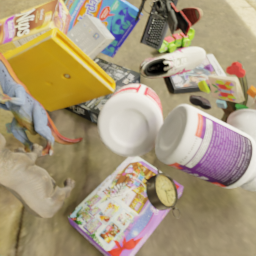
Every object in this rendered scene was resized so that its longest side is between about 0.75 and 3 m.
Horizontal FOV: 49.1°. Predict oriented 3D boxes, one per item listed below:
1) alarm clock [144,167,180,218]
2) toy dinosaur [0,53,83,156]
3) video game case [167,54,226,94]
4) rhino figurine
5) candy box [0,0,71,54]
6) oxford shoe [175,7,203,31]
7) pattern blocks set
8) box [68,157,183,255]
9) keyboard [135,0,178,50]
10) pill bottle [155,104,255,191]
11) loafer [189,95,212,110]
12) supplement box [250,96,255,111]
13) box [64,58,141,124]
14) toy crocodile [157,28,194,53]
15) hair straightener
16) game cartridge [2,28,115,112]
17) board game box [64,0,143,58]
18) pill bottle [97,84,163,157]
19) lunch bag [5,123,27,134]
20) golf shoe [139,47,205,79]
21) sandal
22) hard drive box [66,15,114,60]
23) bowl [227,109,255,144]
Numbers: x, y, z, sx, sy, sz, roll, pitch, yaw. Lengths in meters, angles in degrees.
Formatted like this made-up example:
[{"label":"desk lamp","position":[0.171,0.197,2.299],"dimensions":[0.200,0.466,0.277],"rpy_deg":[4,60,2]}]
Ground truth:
[{"label":"alarm clock","position":[0.789,1.495,6.119],"dimensions":[1.154,0.384,0.778],"rpy_deg":[54,38,-3]},{"label":"toy dinosaur","position":[-2.743,-0.569,6.824],"dimensions":[1.565,2.705,2.981],"rpy_deg":[-10,5,24]},{"label":"video game case","position":[2.895,-2.398,12.200],"dimensions":[2.433,0.310,2.199],"rpy_deg":[-7,48,-6]},{"label":"rhino figurine","position":[-2.244,0.825,5.745],"dimensions":[0.793,2.654,1.160],"rpy_deg":[-29,25,23]},{"label":"candy box","position":[-3.041,-2.642,8.045],"dimensions":[2.656,0.750,1.550],"rpy_deg":[-12,50,15]},{"label":"oxford shoe","position":[2.214,-3.968,10.018],"dimensions":[0.700,0.659,1.871],"rpy_deg":[-22,16,-13]},{"label":"pattern blocks set","position":[2.161,-0.862,6.207],"dimensions":[1.337,1.521,0.123],"rpy_deg":[10,63,49]},{"label":"box","position":[-0.008,2.177,7.878],"dimensions":[1.903,0.544,2.781],"rpy_deg":[32,55,26]},{"label":"keyboard","position":[0.809,-3.551,8.811],"dimensions":[1.216,1.914,0.197],"rpy_deg":[18,5,-14]},{"label":"pill bottle","position":[1.581,0.445,5.075],"dimensions":[1.966,1.095,1.095],"rpy_deg":[24,46,-16]},{"label":"loafer","position":[2.178,-0.821,8.525],"dimensions":[0.931,0.335,0.293],"rpy_deg":[21,56,-34]},{"label":"supplement box","position":[3.683,0.031,6.414],"dimensions":[0.989,2.689,1.694],"rpy_deg":[-19,54,-8]},{"label":"box","position":[-1.169,-1.579,11.235],"dimensions":[2.301,0.625,2.873],"rpy_deg":[24,52,20]},{"label":"toy crocodile","position":[2.281,-4.214,13.585],"dimensions":[2.288,0.706,0.772],"rpy_deg":[-23,52,-19]},{"label":"hair straightener","position":[0.994,-3.092,7.382],"dimensions":[0.783,0.416,2.034],"rpy_deg":[1,50,-14]},{"label":"game cartridge","position":[-2.113,-1.376,7.649],"dimensions":[2.708,2.387,0.439],"rpy_deg":[-11,59,31]},{"label":"board game box","position":[-1.039,-3.885,10.097],"dimensions":[2.718,2.067,0.611],"rpy_deg":[10,38,-47]},{"label":"pill bottle","position":[0.140,-0.323,6.690],"dimensions":[1.344,1.344,2.395],"rpy_deg":[5,16,5]},{"label":"lunch bag","position":[-2.936,-0.036,7.607],"dimensions":[0.622,0.299,0.776],"rpy_deg":[-13,7,-38]},{"label":"golf shoe","position":[1.524,-2.106,9.394],"dimensions":[2.299,0.835,1.059],"rpy_deg":[-16,18,5]},{"label":"sandal","position":[2.776,-0.686,7.753],"dimensions":[0.678,2.378,0.944],"rpy_deg":[5,40,5]},{"label":"hard drive box","position":[-1.676,-2.441,9.047],"dimensions":[2.329,0.894,1.815],"rpy_deg":[-39,10,14]},{"label":"bowl","position":[2.537,0.240,5.837],"dimensions":[1.215,1.215,0.546],"rpy_deg":[29,60,24]}]
